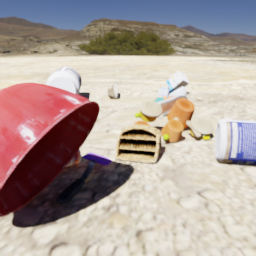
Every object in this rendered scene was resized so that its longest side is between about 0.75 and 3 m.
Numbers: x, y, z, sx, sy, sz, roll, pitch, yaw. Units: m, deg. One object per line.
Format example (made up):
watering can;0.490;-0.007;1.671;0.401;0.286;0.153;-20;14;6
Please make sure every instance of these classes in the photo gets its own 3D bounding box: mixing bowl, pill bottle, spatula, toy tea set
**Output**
mixing bowl;-1.722;0.122;4.723;1.294;2.388;2.388;39;27;6
pill bottle;-1.575;0.707;6.515;0.875;0.479;0.479;-15;23;-40
spatula;-0.918;0.993;5.994;0.657;0.239;2.325;18;23;8
pill bottle;3.068;0.354;6.692;1.810;1.047;1.047;4;18;11
toy tea set;1.108;-0.024;8.598;2.807;1.039;1.669;-4;47;-21
pill bottle;-3.044;-2.030;13.382;1.526;1.526;2.635;-2;19;-5

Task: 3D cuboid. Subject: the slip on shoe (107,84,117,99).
slip on shoe;-0.835;-1.875;14.464;0.489;0.614;1.615;2;25;-7

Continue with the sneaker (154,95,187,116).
sneaker;1.546;-0.972;11.327;2.102;0.750;0.840;-14;24;-40

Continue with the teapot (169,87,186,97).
teapot;2.389;-1.455;13.085;0.895;0.654;0.883;-34;6;-31

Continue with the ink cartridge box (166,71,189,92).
ink cartridge box;2.623;-2.406;14.833;0.671;0.911;0.659;14;46;-45

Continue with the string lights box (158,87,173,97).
string lights box;2.034;-1.936;15.039;0.539;0.309;1.049;10;20;23

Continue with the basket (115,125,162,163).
basket;0.270;0.368;7.084;1.095;0.781;0.815;5;17;16
